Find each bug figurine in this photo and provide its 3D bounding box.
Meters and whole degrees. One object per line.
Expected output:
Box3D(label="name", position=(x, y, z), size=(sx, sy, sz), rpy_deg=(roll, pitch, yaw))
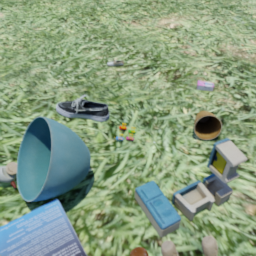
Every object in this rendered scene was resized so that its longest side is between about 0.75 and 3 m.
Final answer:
Box3D(label="bug figurine", position=(-0.100, 0.239, 11.066), size=(0.774, 0.257, 0.998), rpy_deg=(10, 39, 4))

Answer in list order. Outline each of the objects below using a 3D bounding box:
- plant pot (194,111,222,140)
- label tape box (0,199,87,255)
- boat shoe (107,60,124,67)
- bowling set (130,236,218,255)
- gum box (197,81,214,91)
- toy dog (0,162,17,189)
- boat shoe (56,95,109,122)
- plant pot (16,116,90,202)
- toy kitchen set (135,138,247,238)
Box3D(label="plant pot", position=(3.063, -0.236, 11.146), size=(1.041, 1.041, 1.118), rpy_deg=(2, 26, 2))
Box3D(label="label tape box", position=(-2.107, 3.396, 7.066), size=(1.917, 0.885, 2.676), rpy_deg=(-23, 49, -23))
Box3D(label="boat shoe", position=(-0.699, -3.541, 15.264), size=(0.923, 0.316, 0.345), rpy_deg=(-3, 42, -3))
Box3D(label="bowling set", position=(0.980, 3.589, 6.780), size=(1.784, 1.376, 2.564), rpy_deg=(16, 42, 44))
Box3D(label="gum box", position=(3.772, -2.041, 13.616), size=(0.795, 0.263, 0.451), rpy_deg=(9, 42, 10))
Box3D(label="toy dog", position=(-4.283, 1.703, 9.035), size=(1.670, 1.101, 0.804), rpy_deg=(-17, 75, -7))
Box3D(label="boat shoe", position=(-1.972, -0.888, 11.898), size=(2.401, 0.820, 0.887), rpy_deg=(14, 44, 16))
Box3D(label="plant pot", position=(-2.166, 1.016, 8.662), size=(1.665, 2.472, 2.472), rpy_deg=(13, 29, -39))
Box3D(label="toy kitchen set", position=(1.719, 1.494, 8.234), size=(2.657, 2.128, 1.565), rpy_deg=(-20, 46, -21))
